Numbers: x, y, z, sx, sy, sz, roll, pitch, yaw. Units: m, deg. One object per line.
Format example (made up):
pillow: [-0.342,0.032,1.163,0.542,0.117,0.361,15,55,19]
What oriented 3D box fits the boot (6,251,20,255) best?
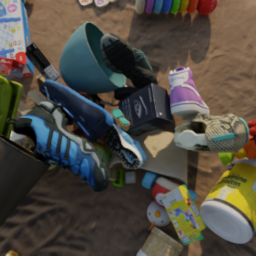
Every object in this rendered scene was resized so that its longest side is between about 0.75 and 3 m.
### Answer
boot: [-3.029,4.364,6.608,1.749,0.815,2.262,-40,45,-11]

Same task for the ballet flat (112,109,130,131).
ballet flat: [-0.197,-0.180,6.661,0.263,0.241,0.766,-14,38,-19]

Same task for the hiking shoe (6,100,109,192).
hiking shoe: [-1.523,0.575,6.304,1.118,0.959,2.578,-35,71,-32]

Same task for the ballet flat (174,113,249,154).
ballet flat: [1.669,0.164,6.597,1.120,2.975,1.009,-11,89,-3]

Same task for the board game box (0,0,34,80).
board game box: [-4.655,-2.836,9.286,2.617,0.747,2.673,-11,72,-4]

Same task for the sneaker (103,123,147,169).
sneaker: [-0.076,0.443,7.299,1.479,0.665,0.580,49,121,21]

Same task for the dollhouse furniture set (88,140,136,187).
dollhouse furniture set: [-0.367,0.955,7.518,0.816,1.626,1.065,-10,67,25]

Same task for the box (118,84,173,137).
box: [0.430,-0.432,7.400,1.288,0.672,0.953,-22,65,39]

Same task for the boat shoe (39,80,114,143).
boat shoe: [-1.572,-0.491,7.126,2.638,1.110,0.905,28,83,40]

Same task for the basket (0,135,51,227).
basket: [-2.761,1.236,6.078,1.219,1.616,1.792,28,79,23]

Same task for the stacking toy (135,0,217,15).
stacking toy: [1.696,-4.458,9.665,2.812,1.200,1.200,4,72,-2]

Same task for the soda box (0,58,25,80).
soda box: [-2.975,-1.418,6.554,1.138,0.361,0.399,13,86,28]

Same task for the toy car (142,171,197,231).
toy car: [0.906,2.120,7.492,1.369,1.314,1.486,24,87,19]

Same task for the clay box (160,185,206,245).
clay box: [1.278,1.992,6.413,0.283,0.684,1.190,-8,66,-42]

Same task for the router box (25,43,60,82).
router box: [-2.397,-1.752,7.793,0.281,0.822,1.102,-41,105,-16]

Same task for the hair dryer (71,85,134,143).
hair dryer: [-1.145,-0.378,8.671,2.133,0.761,2.801,22,68,25]

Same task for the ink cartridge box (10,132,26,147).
ink cartridge box: [-3.569,0.879,7.310,0.744,1.785,1.295,17,105,13]

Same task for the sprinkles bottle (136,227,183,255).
sprinkles bottle: [0.287,3.932,6.987,0.951,0.951,2.787,33,75,10]

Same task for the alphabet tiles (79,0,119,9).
alphabet tiles: [-1.126,-5.305,10.418,1.862,0.139,1.904,-28,75,-8]

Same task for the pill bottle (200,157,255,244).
pill bottle: [3.026,1.685,7.356,1.336,1.336,2.385,41,58,12]

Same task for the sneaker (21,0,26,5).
sneaker: [-4.210,-5.320,10.201,2.164,0.832,0.959,44,61,9]

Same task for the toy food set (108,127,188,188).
toy food set: [0.665,0.776,7.947,2.175,0.657,1.561,16,44,-1]

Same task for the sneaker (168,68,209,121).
sneaker: [1.692,-0.951,7.768,0.857,2.365,1.349,-11,80,19]

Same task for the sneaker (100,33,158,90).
sneaker: [-0.001,-1.828,7.594,0.838,2.224,0.881,-23,53,25]

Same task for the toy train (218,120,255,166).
toy train: [2.802,0.581,6.830,1.290,2.230,0.944,-22,94,25]

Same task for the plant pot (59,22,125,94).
plant pot: [-1.153,-1.753,7.964,1.339,1.989,1.989,-25,72,21]

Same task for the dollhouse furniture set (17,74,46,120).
dollhouse furniture set: [-2.708,-0.700,8.284,1.029,1.358,1.549,38,63,11]

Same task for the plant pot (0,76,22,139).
plant pot: [-3.571,-0.491,6.267,1.840,1.678,1.849,16,94,13]

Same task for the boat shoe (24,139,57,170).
boat shoe: [-2.710,0.688,8.229,1.445,0.453,0.530,28,65,8]

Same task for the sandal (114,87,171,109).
sandal: [0.592,-0.690,8.243,2.263,0.851,0.542,6,72,-31]
